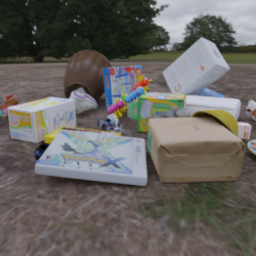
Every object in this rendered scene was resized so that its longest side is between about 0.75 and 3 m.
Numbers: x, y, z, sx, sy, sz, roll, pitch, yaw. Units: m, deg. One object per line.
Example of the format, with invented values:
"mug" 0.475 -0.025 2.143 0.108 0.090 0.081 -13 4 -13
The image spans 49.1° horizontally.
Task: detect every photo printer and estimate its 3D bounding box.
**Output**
"photo printer" 3.184 -0.756 11.800 2.737 0.950 2.277 8 18 25

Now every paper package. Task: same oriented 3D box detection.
"paper package" 1.608 0.499 7.444 2.034 1.104 2.134 -1 18 -4

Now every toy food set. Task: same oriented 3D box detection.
"toy food set" -5.430 -0.791 12.149 1.564 0.387 2.460 -15 31 3

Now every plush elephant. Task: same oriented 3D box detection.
"plush elephant" 1.544 -0.040 9.121 1.201 1.129 1.458 -16 7 21

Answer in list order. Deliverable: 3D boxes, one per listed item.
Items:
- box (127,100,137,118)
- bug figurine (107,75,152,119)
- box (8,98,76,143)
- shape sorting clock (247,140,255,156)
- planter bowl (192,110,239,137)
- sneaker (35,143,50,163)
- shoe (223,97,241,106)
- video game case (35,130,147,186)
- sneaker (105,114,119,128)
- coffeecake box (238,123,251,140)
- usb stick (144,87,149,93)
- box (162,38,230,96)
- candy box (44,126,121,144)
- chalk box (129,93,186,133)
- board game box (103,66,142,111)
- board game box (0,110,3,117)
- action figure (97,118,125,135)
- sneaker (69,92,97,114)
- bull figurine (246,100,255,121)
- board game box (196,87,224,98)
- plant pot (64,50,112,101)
"box" 1.263 -1.036 13.014 1.514 0.780 2.596 11 19 34
"bug figurine" 0.070 -1.344 12.321 2.188 0.726 2.822 -37 10 20
"box" -3.067 -0.353 10.220 1.230 1.109 2.188 8 19 26
"shape sorting clock" 4.559 0.690 7.987 2.158 0.423 2.158 0 17 0
"planter bowl" 2.689 -0.041 8.172 0.670 1.608 1.608 -40 32 -17
"sneaker" -2.310 0.612 8.152 0.426 0.473 1.214 2 17 10
"shoe" 5.490 -1.403 14.861 0.946 0.430 0.338 9 19 28
"video game case" -0.809 0.691 7.418 2.569 0.283 2.342 6 20 0
"sneaker" -0.720 -0.307 11.183 0.466 0.422 1.094 3 14 -22
"coffeecake box" 3.436 0.029 9.644 1.319 0.482 1.013 8 7 15
"usb stick" 0.794 -2.252 16.480 0.656 0.386 2.365 -39 -8 9
"box" 3.017 -2.572 12.728 1.196 1.526 2.454 3 -32 -44
"candy box" -1.494 0.347 9.316 2.292 0.303 1.172 7 22 21
"chalk box" 1.057 -0.585 10.636 2.153 1.339 1.333 4 17 15
"board game box" -0.203 -2.003 13.980 2.026 2.069 0.578 -15 16 -38
"board game box" -6.034 -0.484 11.123 1.870 0.421 1.422 17 43 44
"action figure" -0.617 0.004 10.180 1.180 0.409 0.768 22 14 36
"sneaker" -2.183 -1.101 13.023 0.743 0.988 1.984 41 13 23
"bull figurine" 5.624 -0.725 10.951 0.917 1.709 2.816 36 22 -8
"board game box" 3.657 -1.318 13.018 0.979 0.237 1.295 23 -24 -5
"plant pot" -2.311 -2.354 14.964 2.717 2.717 2.907 1 33 4
